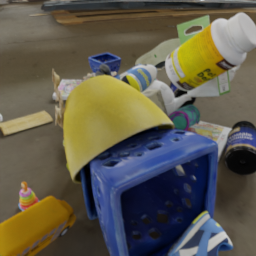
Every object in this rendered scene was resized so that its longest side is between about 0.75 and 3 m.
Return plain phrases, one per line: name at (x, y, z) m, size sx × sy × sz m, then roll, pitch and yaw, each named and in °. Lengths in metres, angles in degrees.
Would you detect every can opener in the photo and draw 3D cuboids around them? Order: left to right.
can opener at (-0.604, -1.529, 9.516) m, size 0.673 × 0.537 × 2.014 m, roll 30°, pitch -5°, yaw 6°

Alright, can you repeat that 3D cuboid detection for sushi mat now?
sushi mat at (-4.198, -0.213, 11.531) m, size 2.005 × 0.121 × 0.959 m, roll -20°, pitch 37°, yaw -28°

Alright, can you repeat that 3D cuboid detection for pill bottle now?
pill bottle at (2.513, -1.785, 13.104) m, size 1.034 × 1.034 × 1.849 m, roll 0°, pitch 33°, yaw 0°
pill bottle at (2.672, -2.413, 9.116) m, size 1.544 × 1.544 × 2.827 m, roll -35°, pitch 5°, yaw -42°
pill bottle at (3.873, 0.591, 9.424) m, size 1.089 × 1.089 × 1.947 m, roll 11°, pitch 34°, yaw 16°

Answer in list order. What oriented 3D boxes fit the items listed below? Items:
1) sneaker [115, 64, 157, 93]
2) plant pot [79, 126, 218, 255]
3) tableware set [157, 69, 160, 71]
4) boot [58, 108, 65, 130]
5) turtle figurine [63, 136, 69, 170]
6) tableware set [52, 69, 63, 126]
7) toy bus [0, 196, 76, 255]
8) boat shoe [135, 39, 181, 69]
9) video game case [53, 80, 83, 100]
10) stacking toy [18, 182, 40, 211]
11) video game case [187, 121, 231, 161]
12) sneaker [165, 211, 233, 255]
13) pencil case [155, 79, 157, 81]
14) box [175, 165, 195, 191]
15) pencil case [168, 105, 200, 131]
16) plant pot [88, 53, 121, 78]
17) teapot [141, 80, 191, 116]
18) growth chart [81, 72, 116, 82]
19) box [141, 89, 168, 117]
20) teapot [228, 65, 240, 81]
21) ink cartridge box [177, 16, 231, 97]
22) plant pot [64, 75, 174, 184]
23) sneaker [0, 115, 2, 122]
sneaker at (0.159, -1.398, 8.580) m, size 0.942 × 0.847 × 2.291 m, roll -40°, pitch 16°, yaw -13°
plant pot at (0.305, 1.410, 6.857) m, size 2.722 × 2.722 × 2.447 m, roll -20°, pitch 31°, yaw -27°
tableware set at (0.474, -2.095, 11.134) m, size 1.524 × 0.177 × 1.273 m, roll -23°, pitch 16°, yaw -34°
boot at (-1.145, -0.468, 9.649) m, size 2.723 × 0.985 × 2.265 m, roll 14°, pitch 24°, yaw -22°
turtle figurine at (-1.090, 0.600, 9.568) m, size 2.807 × 0.904 × 2.263 m, roll 4°, pitch 33°, yaw 6°
tableware set at (-1.934, -0.823, 7.611) m, size 0.167 × 1.201 × 1.438 m, roll -6°, pitch 67°, yaw -19°
toy bus at (-2.142, 2.286, 6.200) m, size 0.788 × 0.947 × 2.420 m, roll 39°, pitch 29°, yaw 17°
boat shoe at (1.597, -3.173, 12.467) m, size 2.576 × 0.925 × 0.871 m, roll -21°, pitch -13°, yaw 26°
video game case at (-2.161, -1.919, 14.027) m, size 2.746 × 0.247 × 1.966 m, roll 2°, pitch 33°, yaw 2°
stacking toy at (-2.778, 1.839, 7.674) m, size 0.525 × 0.905 × 0.497 m, roll 22°, pitch 39°, yaw 30°
video game case at (2.496, 0.332, 10.509) m, size 2.299 × 0.263 × 2.092 m, roll 16°, pitch 36°, yaw 26°
sneaker at (1.301, 2.931, 5.956) m, size 1.037 × 0.933 × 2.523 m, roll 41°, pitch 60°, yaw 20°
pencil case at (0.197, -1.614, 12.827) m, size 2.536 × 1.121 × 1.121 m, roll -14°, pitch 36°, yaw -18°
box at (1.392, 0.989, 8.774) m, size 1.007 × 0.838 × 2.451 m, roll -26°, pitch 48°, yaw -29°
pencil case at (2.027, -0.310, 10.060) m, size 0.820 × 0.890 × 1.926 m, roll 27°, pitch 20°, yaw 19°
plant pot at (-1.263, -3.256, 15.230) m, size 1.307 × 1.176 × 1.308 m, roll -24°, pitch 40°, yaw -33°
teapot at (0.996, -1.122, 11.006) m, size 2.147 × 1.589 × 2.176 m, roll 43°, pitch 46°, yaw 10°
growth chart at (-1.400, -2.063, 12.544) m, size 1.520 × 0.186 × 2.100 m, roll -12°, pitch -7°, yaw -21°
box at (0.950, -0.437, 9.873) m, size 0.606 × 1.772 × 0.728 m, roll -36°, pitch 28°, yaw -33°
teapot at (3.851, -2.295, 11.608) m, size 1.596 × 1.617 × 1.181 m, roll -33°, pitch 64°, yaw 16°
ink cartridge box at (2.899, -2.648, 10.709) m, size 0.852 × 2.872 × 1.491 m, roll -21°, pitch 16°, yaw -34°
plant pot at (-0.531, -0.144, 7.337) m, size 2.862 × 2.862 × 2.032 m, roll -20°, pitch 71°, yaw -28°
sneaker at (-5.824, -0.165, 10.907) m, size 0.669 × 0.649 × 1.833 m, roll 18°, pitch 44°, yaw 27°
